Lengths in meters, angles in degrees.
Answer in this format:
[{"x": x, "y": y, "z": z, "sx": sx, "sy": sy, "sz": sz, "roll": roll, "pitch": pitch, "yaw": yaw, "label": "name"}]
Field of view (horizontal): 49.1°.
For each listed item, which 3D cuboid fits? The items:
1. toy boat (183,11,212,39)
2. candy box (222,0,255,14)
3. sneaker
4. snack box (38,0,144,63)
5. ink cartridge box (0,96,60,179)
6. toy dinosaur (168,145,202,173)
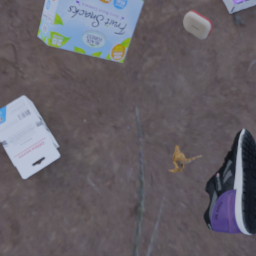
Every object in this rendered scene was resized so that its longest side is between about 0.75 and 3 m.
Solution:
[{"x": 1.811, "y": -2.655, "z": 7.102, "sx": 0.790, "sy": 0.515, "sz": 0.516, "roll": 40, "pitch": 56, "yaw": 15, "label": "toy boat"}, {"x": 4.483, "y": -5.417, "z": 10.852, "sx": 1.676, "sy": 0.600, "sz": 1.406, "roll": -21, "pitch": 77, "yaw": -5, "label": "candy box"}, {"x": 2.052, "y": 0.993, "z": 5.762, "sx": 0.877, "sy": 1.014, "sz": 2.316, "roll": 46, "pitch": 48, "yaw": -26, "label": "sneaker"}, {"x": -0.861, "y": -3.553, "z": 7.770, "sx": 1.008, "sy": 2.511, "sz": 2.978, "roll": 45, "pitch": 122, "yaw": 44, "label": "snack box"}, {"x": -3.360, "y": 0.359, "z": 9.357, "sx": 1.421, "sy": 0.818, "sz": 2.453, "roll": -32, "pitch": 79, "yaw": -7, "label": "ink cartridge box"}, {"x": 1.385, "y": 0.836, "z": 7.417, "sx": 0.435, "sy": 1.442, "sz": 0.766, "roll": 10, "pitch": 101, "yaw": -12, "label": "toy dinosaur"}]
